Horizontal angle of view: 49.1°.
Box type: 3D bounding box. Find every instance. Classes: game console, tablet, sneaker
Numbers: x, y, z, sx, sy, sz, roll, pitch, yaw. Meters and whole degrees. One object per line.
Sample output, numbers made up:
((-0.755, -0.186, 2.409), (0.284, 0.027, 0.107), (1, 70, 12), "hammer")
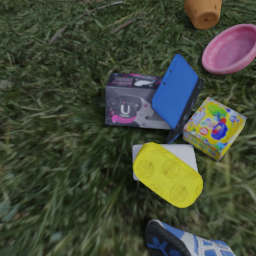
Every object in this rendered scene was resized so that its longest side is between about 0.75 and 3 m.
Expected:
((1.219, -0.729, 7.646), (1.096, 1.581, 1.852), (29, 66, 1), "game console")
((0.980, 0.910, 7.613), (1.693, 0.116, 1.102), (0, 52, -1), "tablet")
((1.480, 2.730, 5.844), (2.512, 0.951, 0.968), (31, 36, 21), "sneaker")

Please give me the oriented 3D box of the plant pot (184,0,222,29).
((3.048, -4.692, 11.246), (1.469, 1.469, 1.028), (-2, 69, -1), "plant pot")

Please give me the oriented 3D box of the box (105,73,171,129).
((0.345, -0.766, 8.060), (1.900, 1.255, 1.090), (5, 31, 4), "box")

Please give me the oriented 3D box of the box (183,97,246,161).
((2.318, 0.031, 7.645), (1.168, 0.739, 1.212), (34, 76, 25), "box")

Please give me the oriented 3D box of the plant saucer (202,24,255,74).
((3.538, -2.593, 9.538), (2.041, 0.517, 2.041), (-30, 39, 28), "plant saucer")

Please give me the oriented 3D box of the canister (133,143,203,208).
((0.797, 0.934, 6.314), (1.406, 1.894, 0.820), (36, 91, 2), "canister")
